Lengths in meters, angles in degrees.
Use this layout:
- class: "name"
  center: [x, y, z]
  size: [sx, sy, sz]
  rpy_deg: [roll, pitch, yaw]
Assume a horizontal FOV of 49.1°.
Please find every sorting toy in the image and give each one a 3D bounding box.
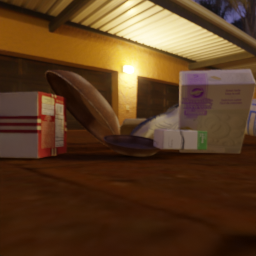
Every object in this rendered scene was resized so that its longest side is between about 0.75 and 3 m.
- class: "sorting toy"
  center: [0.203, 0.028, 9.780]
  size: [2.744, 0.374, 1.545]
  rpy_deg: [-1, -27, -24]

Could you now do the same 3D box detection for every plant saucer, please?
- class: "plant saucer"
  center: [0.098, 0.379, 5.918]
  size: [1.262, 0.231, 1.262]
  rpy_deg: [7, 9, -1]
- class: "plant saucer"
  center: [-1.069, -0.547, 7.270]
  size: [0.480, 2.622, 2.622]
  rpy_deg: [-46, 17, -17]

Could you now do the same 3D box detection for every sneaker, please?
- class: "sneaker"
  center: [1.042, 0.014, 7.945]
  size: [2.186, 0.952, 0.815]
  rpy_deg: [-25, 5, -5]

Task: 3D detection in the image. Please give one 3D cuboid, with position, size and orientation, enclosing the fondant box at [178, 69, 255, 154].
- class: "fondant box"
  center: [1.763, -0.281, 5.919]
  size: [1.356, 1.879, 0.547]
  rpy_deg: [0, 41, 9]

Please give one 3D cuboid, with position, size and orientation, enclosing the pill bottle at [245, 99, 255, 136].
- class: "pill bottle"
  center: [5.303, -0.210, 9.895]
  size: [2.420, 1.356, 1.356]
  rpy_deg: [16, 10, 36]

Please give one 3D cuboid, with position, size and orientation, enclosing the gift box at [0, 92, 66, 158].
- class: "gift box"
  center: [-2.143, -0.155, 5.727]
  size: [1.439, 1.541, 1.422]
  rpy_deg: [-1, -5, 12]

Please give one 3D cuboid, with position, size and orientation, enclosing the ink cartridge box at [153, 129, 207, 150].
- class: "ink cartridge box"
  center: [0.983, 0.220, 5.384]
  size: [0.866, 0.364, 0.632]
  rpy_deg: [2, 1, -11]
